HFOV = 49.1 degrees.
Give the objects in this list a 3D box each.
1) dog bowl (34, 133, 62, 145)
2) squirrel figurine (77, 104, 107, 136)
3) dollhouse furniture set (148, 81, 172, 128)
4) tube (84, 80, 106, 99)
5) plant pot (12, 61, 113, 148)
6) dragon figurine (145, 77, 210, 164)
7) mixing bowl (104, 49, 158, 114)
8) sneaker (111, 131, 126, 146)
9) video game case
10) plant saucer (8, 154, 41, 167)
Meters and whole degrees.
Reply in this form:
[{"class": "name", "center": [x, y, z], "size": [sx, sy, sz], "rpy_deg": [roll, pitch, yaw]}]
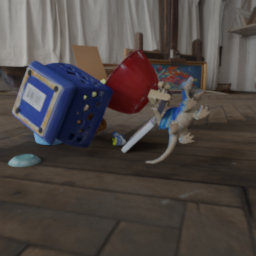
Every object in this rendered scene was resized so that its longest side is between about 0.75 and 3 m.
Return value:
[{"class": "dog bowl", "center": [-3.044, 0.187, 11.653], "size": [1.275, 0.567, 2.288], "rpy_deg": [6, 12, 8]}, {"class": "squirrel figurine", "center": [-1.542, -0.391, 12.079], "size": [1.397, 1.303, 0.988], "rpy_deg": [40, 4, -16]}, {"class": "dollhouse furniture set", "center": [1.209, -0.705, 8.356], "size": [0.725, 0.849, 1.639], "rpy_deg": [16, -21, 25]}, {"class": "tube", "center": [-2.118, -1.238, 12.430], "size": [2.778, 0.806, 0.721], "rpy_deg": [-28, 49, -1]}, {"class": "plant pot", "center": [-2.336, -0.840, 9.489], "size": [2.394, 2.394, 2.152], "rpy_deg": [33, 17, 27]}, {"class": "dragon figurine", "center": [1.496, -0.146, 8.313], "size": [0.865, 2.938, 1.460], "rpy_deg": [29, 0, -8]}, {"class": "mixing bowl", "center": [0.219, -1.558, 11.233], "size": [1.499, 2.767, 2.767], "rpy_deg": [41, 19, 6]}, {"class": "sneaker", "center": [-0.397, 0.436, 11.032], "size": [0.473, 0.425, 1.150], "rpy_deg": [2, 16, -12]}, {"class": "video game case", "center": [0.506, 0.153, 10.490], "size": [1.455, 0.183, 2.032], "rpy_deg": [-43, 1, 16]}, {"class": "plant saucer", "center": [-3.232, 0.985, 8.749], "size": [0.958, 0.185, 0.958], "rpy_deg": [0, 10, 0]}]
